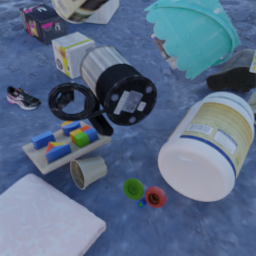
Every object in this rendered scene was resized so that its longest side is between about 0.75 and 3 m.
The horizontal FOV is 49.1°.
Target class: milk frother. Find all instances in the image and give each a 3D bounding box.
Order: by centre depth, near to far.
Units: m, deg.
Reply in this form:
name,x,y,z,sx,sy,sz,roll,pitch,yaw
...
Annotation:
name,x,y,z,sx,sy,sz,roll,pitch,yaw
milk frother,-0.742,-0.953,6.078,1.786,1.979,1.862,-48,42,10

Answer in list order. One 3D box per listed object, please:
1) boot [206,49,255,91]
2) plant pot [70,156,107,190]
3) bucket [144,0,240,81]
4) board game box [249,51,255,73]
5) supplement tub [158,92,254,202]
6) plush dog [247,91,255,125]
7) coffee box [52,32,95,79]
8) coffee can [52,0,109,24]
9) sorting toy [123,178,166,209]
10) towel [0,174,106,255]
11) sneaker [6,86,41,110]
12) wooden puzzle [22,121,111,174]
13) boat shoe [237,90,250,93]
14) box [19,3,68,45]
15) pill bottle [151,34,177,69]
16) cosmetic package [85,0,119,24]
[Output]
name,x,y,z,sx,sy,sz,roll,pitch,yaw
boot,4.387,-2.252,10.516,2.506,0.909,2.278,-31,26,-35
plant pot,-0.995,1.092,7.277,0.736,0.804,0.804,-18,44,-34
bucket,1.538,-2.331,6.599,1.398,2.148,2.148,-33,36,23
board game box,3.968,-2.162,8.037,0.311,1.220,1.815,20,19,28
supplement tub,2.090,0.378,7.166,1.841,1.841,2.549,23,48,23
plush dog,4.257,-0.411,8.952,1.064,0.994,1.239,20,64,-2
coffee box,-2.143,-2.925,11.274,1.246,1.244,1.232,-31,51,-30
coffee can,-1.553,-4.909,9.898,1.687,1.687,2.305,-30,15,-29
sorting toy,0.350,1.274,5.485,0.880,0.529,0.361,21,19,23
towel,-2.178,2.351,6.087,2.539,0.409,2.425,25,49,25
sneaker,-3.696,-1.073,9.718,1.390,0.600,0.558,14,45,14
wooden puzzle,-1.774,0.334,7.685,1.949,0.487,2.104,-27,26,-27
boat shoe,4.188,-1.480,10.449,0.276,0.281,0.754,-31,42,-19
box,-4.175,-5.173,13.809,1.355,1.176,2.217,-31,51,-30
pill bottle,1.020,-1.940,6.743,0.548,0.963,0.548,-32,13,8
cosmetic package,-1.978,-7.476,15.469,2.353,2.367,2.829,8,43,9
